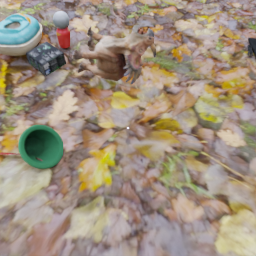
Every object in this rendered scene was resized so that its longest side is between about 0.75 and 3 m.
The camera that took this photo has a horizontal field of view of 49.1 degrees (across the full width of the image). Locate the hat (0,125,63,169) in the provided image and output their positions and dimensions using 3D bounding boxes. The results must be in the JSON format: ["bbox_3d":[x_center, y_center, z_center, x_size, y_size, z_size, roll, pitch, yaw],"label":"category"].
[{"bbox_3d":[-2.749,0.579,7.978,1.431,1.260,1.185,34,60,-27],"label":"hat"}]

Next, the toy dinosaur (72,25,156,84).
[{"bbox_3d":[-0.318,-1.517,6.469,1.576,2.325,0.998,22,82,-4],"label":"toy dinosaur"}]

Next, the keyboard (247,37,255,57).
[{"bbox_3d":[4.973,-2.895,10.670,0.976,0.208,1.625,4,51,-5],"label":"keyboard"}]

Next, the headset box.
[{"bbox_3d":[-3.011,-2.550,10.191,1.099,0.510,0.957,36,61,25],"label":"headset box"}]

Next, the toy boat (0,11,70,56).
[{"bbox_3d":[-3.566,-3.691,10.481,2.827,1.314,2.376,0,43,-1],"label":"toy boat"}]
